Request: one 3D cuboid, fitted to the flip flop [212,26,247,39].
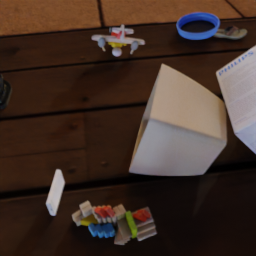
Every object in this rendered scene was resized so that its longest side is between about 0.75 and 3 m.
[{"bbox_3d":[5.384,-5.149,14.908,1.843,0.530,0.747,6,48,6],"label":"flip flop"}]

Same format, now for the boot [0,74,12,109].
[{"bbox_3d":[-5.177,-1.725,11.243,0.636,1.263,1.690,-11,48,-10],"label":"boot"}]

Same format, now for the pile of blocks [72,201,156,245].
[{"bbox_3d":[-0.406,2.551,7.653,2.380,0.740,0.977,2,47,3],"label":"pile of blocks"}]

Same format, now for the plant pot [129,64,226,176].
[{"bbox_3d":[1.640,0.052,8.924,2.335,2.638,2.635,17,48,-1],"label":"plant pot"}]

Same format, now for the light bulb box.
[{"bbox_3d":[4.526,-0.617,8.923,1.789,2.841,2.866,-33,36,32],"label":"light bulb box"}]

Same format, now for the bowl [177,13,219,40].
[{"bbox_3d":[3.749,-5.482,15.099,2.224,0.437,2.224,-6,47,7],"label":"bowl"}]

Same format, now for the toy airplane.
[{"bbox_3d":[-0.447,-4.138,13.411,1.960,1.383,1.951,13,15,28],"label":"toy airplane"}]

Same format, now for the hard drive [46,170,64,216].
[{"bbox_3d":[-2.132,1.902,8.257,0.147,0.728,1.104,3,47,3],"label":"hard drive"}]
